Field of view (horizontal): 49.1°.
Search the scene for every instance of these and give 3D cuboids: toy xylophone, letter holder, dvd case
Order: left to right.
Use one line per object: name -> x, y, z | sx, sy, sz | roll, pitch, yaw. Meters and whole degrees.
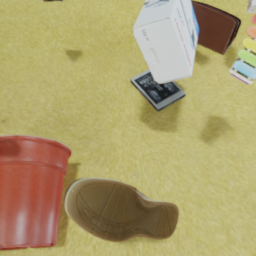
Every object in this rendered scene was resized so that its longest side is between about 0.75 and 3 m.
dvd case -> 1.121, -1.537, 10.742 | 1.335, 0.220, 1.777 | -30, 64, -18
letter holder -> 3.328, -4.543, 11.671 | 2.525, 1.794, 1.270 | 30, 63, 18
toy xylophone -> 2.938, -1.627, 5.977 | 1.143, 0.392, 1.561 | 26, 103, 12

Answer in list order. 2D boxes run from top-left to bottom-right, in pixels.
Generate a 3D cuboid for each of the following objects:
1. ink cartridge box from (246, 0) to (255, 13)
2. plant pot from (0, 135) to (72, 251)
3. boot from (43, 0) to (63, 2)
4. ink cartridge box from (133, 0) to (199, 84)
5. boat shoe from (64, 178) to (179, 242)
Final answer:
ink cartridge box -> 4.104, -4.289, 8.817 | 0.467, 0.812, 1.119 | 7, 99, 12
plant pot -> -2.867, 1.848, 7.448 | 2.624, 2.624, 2.552 | -3, 66, -2
boot -> -2.370, -4.364, 8.833 | 0.658, 1.357, 0.507 | 0, 93, -15
ink cartridge box -> 1.054, -2.477, 7.055 | 0.956, 1.631, 2.227 | -8, 44, 27
boat shoe -> -0.158, 1.456, 5.168 | 0.964, 2.678, 0.966 | 10, 79, 48
